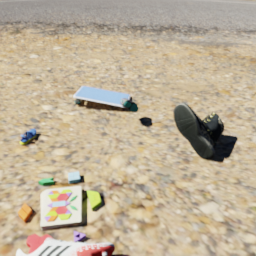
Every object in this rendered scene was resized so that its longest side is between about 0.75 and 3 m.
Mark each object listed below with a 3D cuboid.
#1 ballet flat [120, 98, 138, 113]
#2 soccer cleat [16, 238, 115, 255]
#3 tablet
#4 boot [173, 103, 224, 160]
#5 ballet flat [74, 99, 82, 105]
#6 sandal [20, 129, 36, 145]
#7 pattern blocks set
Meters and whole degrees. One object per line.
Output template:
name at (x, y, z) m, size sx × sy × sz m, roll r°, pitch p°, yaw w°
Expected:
ballet flat at (0.029, -1.029, 12.325) m, size 0.465 × 0.465 × 1.294 m, roll 23°, pitch -1°, yaw 31°
soccer cleat at (-1.538, 3.066, 6.782) m, size 2.415 × 0.829 × 1.029 m, roll -14°, pitch 44°, yaw -12°
tablet at (-1.257, -1.558, 14.019) m, size 2.613 × 0.178 × 1.700 m, roll 11°, pitch 27°, yaw 3°
boot at (2.743, -0.195, 10.652) m, size 0.852 × 2.361 × 1.783 m, roll -23°, pitch 15°, yaw 45°
ballet flat at (-2.455, -1.444, 14.088) m, size 0.345 × 0.343 × 1.009 m, roll -20°, pitch 33°, yaw 8°
sandal at (-4.057, 0.294, 11.382) m, size 0.365 × 0.400 × 0.919 m, roll 12°, pitch 37°, yaw 13°
pattern blocks set at (-2.025, 2.355, 8.395) m, size 2.411 × 0.222 × 2.743 m, roll -13°, pitch 36°, yaw -19°
